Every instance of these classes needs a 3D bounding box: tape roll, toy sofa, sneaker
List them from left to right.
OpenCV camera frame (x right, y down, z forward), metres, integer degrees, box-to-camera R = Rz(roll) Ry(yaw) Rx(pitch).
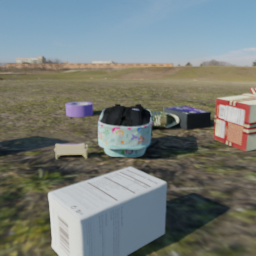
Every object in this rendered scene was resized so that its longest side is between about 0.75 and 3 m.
[{"bbox_3d":[-1.856,0.710,9.203,1.053,0.514,0.436,-2,13,-4],"label":"toy sofa"},{"bbox_3d":[-2.876,-1.109,16.536,1.574,0.669,1.574,0,13,0],"label":"tape roll"},{"bbox_3d":[1.325,-0.402,12.885,2.354,0.789,1.057,-1,7,-35],"label":"sneaker"}]

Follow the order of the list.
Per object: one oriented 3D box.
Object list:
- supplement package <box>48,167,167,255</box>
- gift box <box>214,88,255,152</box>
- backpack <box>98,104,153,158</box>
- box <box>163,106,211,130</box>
[{"bbox_3d":[-0.306,1.478,4.784,1.775,1.037,1.041,-11,17,-39],"label":"supplement package"},{"bbox_3d":[4.564,-0.398,10.723,2.006,1.982,2.148,-7,21,-22],"label":"gift box"},{"bbox_3d":[-0.093,0.112,9.318,1.872,1.588,2.109,3,13,2],"label":"backpack"},{"bbox_3d":[2.867,-0.537,13.907,1.434,0.801,2.032,-9,16,-24],"label":"box"}]
